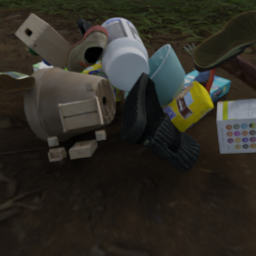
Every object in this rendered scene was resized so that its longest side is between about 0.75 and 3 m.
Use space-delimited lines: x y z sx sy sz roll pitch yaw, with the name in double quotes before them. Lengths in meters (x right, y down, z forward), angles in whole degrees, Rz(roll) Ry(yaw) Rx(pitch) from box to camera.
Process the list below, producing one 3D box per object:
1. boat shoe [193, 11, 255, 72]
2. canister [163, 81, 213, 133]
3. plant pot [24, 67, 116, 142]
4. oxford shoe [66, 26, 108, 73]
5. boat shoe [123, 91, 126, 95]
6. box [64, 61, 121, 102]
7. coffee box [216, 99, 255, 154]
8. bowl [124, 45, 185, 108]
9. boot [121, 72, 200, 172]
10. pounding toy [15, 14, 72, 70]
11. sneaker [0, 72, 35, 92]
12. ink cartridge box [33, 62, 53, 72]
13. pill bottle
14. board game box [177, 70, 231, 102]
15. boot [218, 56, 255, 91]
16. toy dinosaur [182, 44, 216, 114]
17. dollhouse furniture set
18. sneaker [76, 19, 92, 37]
"boat shoe" 2.559 -2.151 7.066 2.208 0.726 0.789 -33 79 -5
"canister" 1.690 -0.480 8.787 0.785 1.813 1.347 36 29 -19
"plant pot" -1.551 -0.751 8.434 2.011 2.318 2.318 -3 32 23
"oxford shoe" -1.543 -2.433 9.690 0.864 2.453 0.917 16 58 -28
"boat shoe" -0.060 -1.596 11.207 0.496 0.573 1.344 26 35 -30
"box" -1.486 -1.760 11.274 1.853 1.130 1.785 -16 38 -21
"coffee box" 3.096 -0.047 7.841 1.083 1.094 1.095 -4 30 21
"bowl" 1.058 -1.556 9.688 1.228 2.348 2.348 38 33 -15
"boot" 0.862 -0.186 7.491 1.971 0.992 2.636 26 44 -18
"pounding toy" -3.158 -3.199 11.490 1.225 2.678 2.352 -50 51 1
"sneaker" -3.131 -1.212 7.256 0.610 0.456 1.360 16 16 28
"ink cartridge box" -3.741 -2.813 13.335 0.872 0.504 1.199 27 43 33
"pill bottle" -0.223 -2.708 10.215 1.675 1.675 2.945 -5 40 -7
"board game box" 2.889 -1.621 11.607 1.697 0.527 2.248 29 44 35
"boot" 3.300 -1.698 8.526 2.190 0.703 2.041 29 11 -6
"toy dinosaur" 2.857 -1.943 9.941 2.327 2.112 1.222 48 11 20
"dollhouse furniture set" -1.476 -0.195 7.683 1.627 1.907 0.931 -9 9 4
"sneaker" -1.570 -3.681 10.615 0.418 0.727 1.393 -32 1 13
